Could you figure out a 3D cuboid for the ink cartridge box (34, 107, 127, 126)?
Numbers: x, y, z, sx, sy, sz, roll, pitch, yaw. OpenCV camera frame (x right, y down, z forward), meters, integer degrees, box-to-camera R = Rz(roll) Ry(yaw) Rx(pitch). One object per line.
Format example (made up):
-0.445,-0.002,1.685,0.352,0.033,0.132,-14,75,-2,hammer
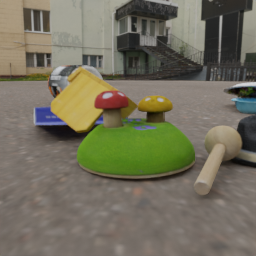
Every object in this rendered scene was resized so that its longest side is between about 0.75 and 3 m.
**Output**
-1.273,-0.337,7.379,2.298,0.546,2.325,-2,0,-19,ink cartridge box

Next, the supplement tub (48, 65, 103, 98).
-2.614,-2.038,13.240,1.835,1.835,2.995,-7,13,-33,supplement tub

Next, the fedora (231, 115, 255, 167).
2.575,0.163,5.066,1.707,0.779,1.707,0,11,0,fedora

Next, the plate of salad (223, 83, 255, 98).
5.551,-1.380,11.852,2.903,0.697,2.903,6,0,0,plate of salad

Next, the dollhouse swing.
-0.703,-0.433,5.640,1.217,1.070,1.106,34,2,26,dollhouse swing

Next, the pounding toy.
0.370,-0.027,4.694,2.651,1.230,2.046,5,13,33,pounding toy

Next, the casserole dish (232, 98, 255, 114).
5.293,-0.829,10.663,2.584,0.501,1.565,2,12,12,casserole dish
